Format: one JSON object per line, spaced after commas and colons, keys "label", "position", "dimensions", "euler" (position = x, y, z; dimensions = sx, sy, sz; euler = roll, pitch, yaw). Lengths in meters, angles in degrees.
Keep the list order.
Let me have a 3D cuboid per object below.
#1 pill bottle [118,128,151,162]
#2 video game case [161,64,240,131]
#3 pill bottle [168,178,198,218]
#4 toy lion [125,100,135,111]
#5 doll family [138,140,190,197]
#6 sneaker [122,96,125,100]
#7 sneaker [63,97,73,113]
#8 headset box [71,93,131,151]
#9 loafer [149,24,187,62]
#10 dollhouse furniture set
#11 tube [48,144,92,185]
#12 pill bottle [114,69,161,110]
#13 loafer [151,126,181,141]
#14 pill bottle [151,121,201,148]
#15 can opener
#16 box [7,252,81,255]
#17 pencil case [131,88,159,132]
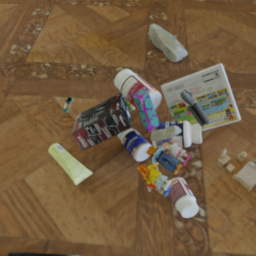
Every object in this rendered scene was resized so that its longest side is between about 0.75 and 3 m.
{"label": "pill bottle", "position": [0.231, 0.580, 10.981], "dimensions": [0.822, 0.822, 1.421], "euler": [-27, 49, -20]}
{"label": "video game case", "position": [2.801, -1.003, 10.992], "dimensions": [2.482, 2.259, 0.284], "euler": [-18, 9, 27]}
{"label": "pill bottle", "position": [1.845, 2.367, 9.528], "dimensions": [0.717, 0.717, 1.256], "euler": [-11, 36, -9]}
{"label": "toy lion", "position": [-0.275, -0.607, 11.662], "dimensions": [0.422, 1.179, 1.230], "euler": [4, 74, 36]}
{"label": "doll family", "position": [0.950, 1.117, 8.440], "dimensions": [1.132, 0.822, 1.824], "euler": [32, 93, 30]}
{"label": "sneaker", "position": [-0.426, -1.217, 12.466], "dimensions": [0.980, 0.358, 0.347], "euler": [-41, 59, 11]}
{"label": "sneaker", "position": [-2.656, -1.014, 12.121], "dimensions": [0.270, 0.303, 0.757], "euler": [22, 81, 22]}
{"label": "headset box", "position": [-0.977, -0.188, 9.603], "dimensions": [2.052, 0.793, 1.527], "euler": [-24, 25, 12]}
{"label": "loafer", "position": [2.098, -4.640, 15.126], "dimensions": [0.983, 0.985, 2.816], "euler": [-23, 64, -20]}
{"label": "dollhouse furniture set", "position": [4.512, 1.505, 10.295], "dimensions": [1.122, 0.958, 2.164], "euler": [-34, 59, -24]}
{"label": "tube", "position": [-2.230, 1.317, 10.412], "dimensions": [1.947, 0.506, 0.565], "euler": [36, 95, 29]}
{"label": "pill bottle", "position": [0.344, -1.501, 11.377], "dimensions": [1.091, 1.091, 1.911], "euler": [-31, 57, -22]}
{"label": "loafer", "position": [1.164, 0.210, 8.709], "dimensions": [1.056, 0.368, 0.369], "euler": [-18, 65, 41]}
{"label": "pill bottle", "position": [1.900, 0.252, 10.949], "dimensions": [1.859, 1.033, 1.033], "euler": [-2, 51, 14]}
{"label": "can opener", "position": [2.265, -0.644, 9.716], "dimensions": [1.543, 0.411, 0.516], "euler": [53, 39, -11]}
{"label": "box", "position": [-2.537, 4.658, 8.099], "dimensions": [2.309, 0.531, 1.835], "euler": [2, 52, 2]}
{"label": "pencil case", "position": [0.650, -0.652, 10.230], "dimensions": [0.639, 1.502, 0.694], "euler": [-14, 27, 18]}
